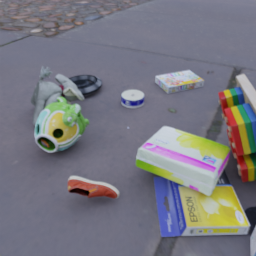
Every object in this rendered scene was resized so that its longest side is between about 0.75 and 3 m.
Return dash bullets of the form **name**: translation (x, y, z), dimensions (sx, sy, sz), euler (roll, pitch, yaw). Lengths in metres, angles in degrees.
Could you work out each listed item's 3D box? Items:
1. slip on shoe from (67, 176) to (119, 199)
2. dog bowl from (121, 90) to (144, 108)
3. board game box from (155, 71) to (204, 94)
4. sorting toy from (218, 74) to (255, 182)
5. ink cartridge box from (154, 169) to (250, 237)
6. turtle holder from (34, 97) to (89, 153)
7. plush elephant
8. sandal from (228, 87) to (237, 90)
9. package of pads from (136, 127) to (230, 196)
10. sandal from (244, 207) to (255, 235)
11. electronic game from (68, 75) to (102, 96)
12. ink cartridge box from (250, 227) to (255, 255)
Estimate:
- **slip on shoe**: translation (-0.964, 1.731, 7.674), dimensions (1.459, 0.540, 0.446), euler (16, 48, -8)
- **dog bowl**: translation (0.204, -1.285, 12.398), dimensions (1.011, 0.398, 1.011), euler (0, 35, 0)
- **board game box**: translation (2.529, -2.309, 13.903), dimensions (1.990, 0.341, 1.338), euler (-14, 37, -19)
- **sorting toy**: translation (3.489, 0.266, 8.290), dimensions (0.970, 2.770, 2.787), euler (-15, 28, 16)
- **ink cartridge box**: translation (1.876, 1.949, 7.720), dimensions (2.147, 0.505, 2.122), euler (1, 35, -2)
- **turtle holder**: translation (-2.180, 0.017, 9.333), dimensions (2.097, 1.594, 1.489), euler (-2, 41, 32)
- **plush elephant**: translation (-2.799, -1.284, 11.251), dimensions (1.749, 2.259, 1.860), euler (8, 31, -28)
- **sandal**: translation (4.551, -0.949, 11.933), dimensions (0.802, 0.510, 2.133), euler (6, 48, 8)
- **package of pads**: translation (1.634, 0.834, 8.219), dimensions (2.300, 0.784, 1.777), euler (19, 33, 26)
- **sandal**: translation (4.363, 2.208, 7.223), dimensions (2.771, 0.593, 1.053), euler (-9, 36, -13)
- **electronic game**: translation (-2.275, -2.030, 13.422), dimensions (2.056, 0.428, 2.056), euler (-4, 34, 3)
- **ink cartridge box**: translation (3.105, 2.549, 6.385), dimensions (0.380, 0.995, 0.679), euler (10, 36, 16)
